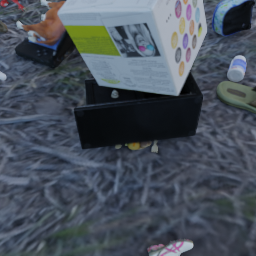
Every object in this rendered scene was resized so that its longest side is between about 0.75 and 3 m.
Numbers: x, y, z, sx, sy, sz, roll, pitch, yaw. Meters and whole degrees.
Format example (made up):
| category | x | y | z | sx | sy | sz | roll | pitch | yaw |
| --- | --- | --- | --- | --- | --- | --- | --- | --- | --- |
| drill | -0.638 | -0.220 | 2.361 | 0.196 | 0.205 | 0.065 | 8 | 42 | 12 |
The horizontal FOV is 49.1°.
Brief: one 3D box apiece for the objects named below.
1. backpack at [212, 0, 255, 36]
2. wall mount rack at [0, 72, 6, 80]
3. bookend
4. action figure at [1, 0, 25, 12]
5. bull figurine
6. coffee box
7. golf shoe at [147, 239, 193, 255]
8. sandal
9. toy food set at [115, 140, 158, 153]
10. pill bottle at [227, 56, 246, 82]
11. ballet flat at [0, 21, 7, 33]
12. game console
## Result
| category | x | y | z | sx | sy | sz | roll | pitch | yaw |
| --- | --- | --- | --- | --- | --- | --- | --- | --- | --- |
| backpack | 3.811 | -4.164 | 10.484 | 1.380 | 1.263 | 1.014 | -26 | 46 | -14 |
| wall mount rack | -3.152 | -0.624 | 4.458 | 0.782 | 2.097 | 1.822 | 45 | 22 | 25 |
| bookend | 0.087 | -1.111 | 7.733 | 2.969 | 1.376 | 2.988 | -6 | 46 | -4 |
| action figure | -2.824 | -3.647 | 7.418 | 1.296 | 0.641 | 0.423 | -52 | 35 | 1 |
| bull figurine | -2.594 | -3.934 | 10.107 | 1.715 | 0.920 | 2.825 | 13 | 49 | 15 |
| coffee box | 0.260 | -2.245 | 6.070 | 2.134 | 2.110 | 2.130 | 11 | 60 | 31 |
| golf shoe | 0.878 | 2.503 | 5.603 | 0.926 | 0.336 | 0.427 | -15 | 56 | 0 |
| sandal | 3.880 | -0.900 | 8.114 | 2.543 | 0.726 | 1.010 | 16 | 52 | 13 |
| toy food set | 0.251 | 0.274 | 7.479 | 1.115 | 0.224 | 0.770 | 5 | 51 | 4 |
| pill bottle | 3.569 | -1.959 | 9.131 | 0.504 | 0.504 | 0.899 | 19 | 53 | 15 |
| ballet flat | -5.490 | -4.120 | 10.969 | 1.721 | 0.399 | 0.580 | 20 | 53 | 16 |
| game console | -2.237 | -3.682 | 9.746 | 2.633 | 1.742 | 2.994 | 21 | 53 | 16 |
